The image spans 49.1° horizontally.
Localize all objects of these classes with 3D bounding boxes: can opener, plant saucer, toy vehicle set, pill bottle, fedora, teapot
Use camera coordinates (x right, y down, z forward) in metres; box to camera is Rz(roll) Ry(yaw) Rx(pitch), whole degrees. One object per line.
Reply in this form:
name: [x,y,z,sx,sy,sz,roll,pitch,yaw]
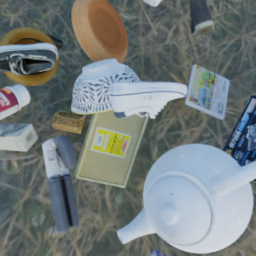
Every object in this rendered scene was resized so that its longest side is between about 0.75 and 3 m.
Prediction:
can opener: [-1.616,1.410,7.076,0.645,0.809,2.418,-8,85,-44]
plant saucer: [-0.698,-2.870,8.272,0.417,2.228,2.228,-14,66,36]
toy vehicle set: [-0.441,0.402,7.786,1.471,0.314,2.368,17,96,-19]
pill bottle: [-2.828,-0.563,6.338,0.611,0.611,1.115,36,41,12]
fedora: [-3.015,-2.106,8.406,0.740,1.815,1.815,12,64,50]
teapot: [1.414,1.675,6.418,2.745,2.031,2.781,16,102,32]

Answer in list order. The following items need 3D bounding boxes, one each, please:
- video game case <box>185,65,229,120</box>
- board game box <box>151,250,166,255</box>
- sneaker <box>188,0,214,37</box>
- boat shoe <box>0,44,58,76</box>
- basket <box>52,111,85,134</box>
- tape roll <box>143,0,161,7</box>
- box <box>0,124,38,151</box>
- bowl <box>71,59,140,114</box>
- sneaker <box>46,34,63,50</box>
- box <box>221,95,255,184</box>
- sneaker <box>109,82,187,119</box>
video game case: [2.226,-1.006,7.807,1.175,0.148,1.291,22,66,-12]
board game box: [0.507,2.835,5.311,0.867,0.867,0.268,-48,39,-2]
sneaker: [2.092,-3.225,8.104,0.649,1.735,0.921,-14,96,9]
boat shoe: [-2.618,-1.609,6.787,1.825,0.645,0.581,-7,55,11]
basket: [-2.099,-0.305,9.902,1.000,0.714,0.745,12,72,4]
tape roll: [0.325,-4.291,7.795,1.860,1.860,0.651,44,101,14]
box: [-3.271,0.237,7.610,1.484,0.508,0.610,1,37,20]
bowl: [-0.635,-1.204,7.329,2.066,2.066,0.970,-18,112,-6]
sneaker: [-2.644,-2.924,9.620,0.769,0.440,0.294,24,45,-12]
box: [3.395,0.352,6.965,1.652,0.478,2.078,29,93,49]
sneaker: [0.489,-0.643,6.433,2.308,0.843,0.817,-8,104,-40]
